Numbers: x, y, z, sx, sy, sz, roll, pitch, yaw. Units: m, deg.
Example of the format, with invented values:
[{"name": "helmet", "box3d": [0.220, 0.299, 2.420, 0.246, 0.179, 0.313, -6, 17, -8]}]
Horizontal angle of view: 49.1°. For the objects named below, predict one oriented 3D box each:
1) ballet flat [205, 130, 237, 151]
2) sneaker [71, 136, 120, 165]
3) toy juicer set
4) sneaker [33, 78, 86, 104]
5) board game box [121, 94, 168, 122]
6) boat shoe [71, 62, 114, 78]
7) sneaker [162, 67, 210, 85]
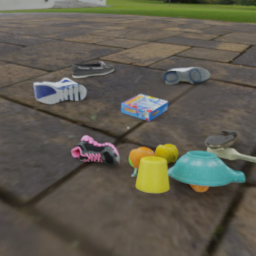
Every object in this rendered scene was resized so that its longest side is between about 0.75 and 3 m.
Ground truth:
[{"name": "ballet flat", "box3d": [2.342, 0.357, 6.906, 0.605, 0.416, 1.796, 6, 10, 28]}, {"name": "sneaker", "box3d": [-0.817, 0.649, 6.680, 1.418, 0.560, 0.676, 14, 33, 41]}, {"name": "toy juicer set", "box3d": [1.419, 0.881, 6.128, 2.977, 0.810, 1.894, -1, 7, -16]}, {"name": "sneaker", "box3d": [-2.557, -1.403, 10.419, 1.839, 0.743, 1.062, -3, 23, -20]}, {"name": "board game box", "box3d": [0.552, -0.702, 9.393, 1.129, 0.322, 1.153, 20, 34, 32]}, {"name": "boat shoe", "box3d": [-1.600, -2.812, 13.063, 2.203, 0.628, 0.737, -18, 33, -31]}, {"name": "sneaker", "box3d": [2.472, -2.310, 12.054, 2.025, 0.754, 0.882, 2, 23, 3]}]
